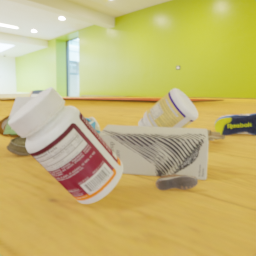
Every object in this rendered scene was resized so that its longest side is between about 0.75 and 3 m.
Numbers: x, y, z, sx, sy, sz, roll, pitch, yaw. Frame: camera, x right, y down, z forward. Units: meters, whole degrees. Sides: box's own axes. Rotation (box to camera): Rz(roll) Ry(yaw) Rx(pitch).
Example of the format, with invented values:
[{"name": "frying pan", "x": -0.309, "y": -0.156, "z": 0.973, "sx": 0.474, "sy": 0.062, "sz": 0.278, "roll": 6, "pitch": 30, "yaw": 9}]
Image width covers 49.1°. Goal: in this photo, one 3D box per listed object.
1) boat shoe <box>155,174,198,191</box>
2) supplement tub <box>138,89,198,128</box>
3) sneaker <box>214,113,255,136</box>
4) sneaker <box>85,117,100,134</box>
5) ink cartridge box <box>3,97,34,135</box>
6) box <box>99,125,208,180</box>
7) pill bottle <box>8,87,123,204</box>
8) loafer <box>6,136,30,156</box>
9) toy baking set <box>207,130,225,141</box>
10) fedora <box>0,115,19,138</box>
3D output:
[{"name": "boat shoe", "x": 1.025, "y": 1.109, "z": 5.946, "sx": 0.878, "sy": 0.333, "sz": 0.315, "roll": -4, "pitch": 18, "yaw": 14}, {"name": "supplement tub", "x": 1.308, "y": -0.333, "z": 9.373, "sx": 1.718, "sy": 1.249, "sz": 1.249, "roll": -40, "pitch": -10, "yaw": 25}, {"name": "sneaker", "x": 5.144, "y": -0.181, "z": 12.407, "sx": 2.691, "sy": 0.995, "sz": 1.107, "roll": 2, "pitch": 7, "yaw": 6}, {"name": "sneaker", "x": -1.408, "y": 0.200, "z": 9.341, "sx": 1.100, "sy": 1.162, "sz": 2.877, "roll": -4, "pitch": 7, "yaw": -17}, {"name": "ink cartridge box", "x": -3.197, "y": -0.255, "z": 8.894, "sx": 0.971, "sy": 0.555, "sz": 1.871, "roll": -1, "pitch": 40, "yaw": -6}, {"name": "box", "x": 0.630, "y": 0.572, "z": 7.049, "sx": 2.652, "sy": 1.089, "sz": 0.907, "roll": 1, "pitch": 19, "yaw": 14}, {"name": "pill bottle", "x": -1.094, "y": 0.337, "z": 5.096, "sx": 1.144, "sy": 2.004, "sz": 1.144, "roll": -31, "pitch": 23, "yaw": 15}, {"name": "loafer", "x": -3.024, "y": 0.299, "z": 9.322, "sx": 0.831, "sy": 0.737, "sz": 2.186, "roll": 21, "pitch": 23, "yaw": 26}, {"name": "toy baking set", "x": 2.457, "y": 0.217, "z": 10.909, "sx": 2.406, "sy": 0.280, "sz": 1.847, "roll": 6, "pitch": 5, "yaw": 34}, {"name": "fedora", "x": -3.906, "y": 0.038, "z": 9.646, "sx": 1.108, "sy": 1.108, "sz": 0.452, "roll": -8, "pitch": 46, "yaw": -40}]
